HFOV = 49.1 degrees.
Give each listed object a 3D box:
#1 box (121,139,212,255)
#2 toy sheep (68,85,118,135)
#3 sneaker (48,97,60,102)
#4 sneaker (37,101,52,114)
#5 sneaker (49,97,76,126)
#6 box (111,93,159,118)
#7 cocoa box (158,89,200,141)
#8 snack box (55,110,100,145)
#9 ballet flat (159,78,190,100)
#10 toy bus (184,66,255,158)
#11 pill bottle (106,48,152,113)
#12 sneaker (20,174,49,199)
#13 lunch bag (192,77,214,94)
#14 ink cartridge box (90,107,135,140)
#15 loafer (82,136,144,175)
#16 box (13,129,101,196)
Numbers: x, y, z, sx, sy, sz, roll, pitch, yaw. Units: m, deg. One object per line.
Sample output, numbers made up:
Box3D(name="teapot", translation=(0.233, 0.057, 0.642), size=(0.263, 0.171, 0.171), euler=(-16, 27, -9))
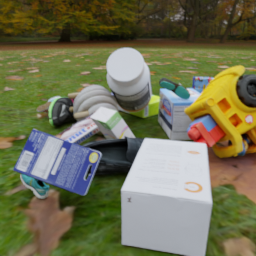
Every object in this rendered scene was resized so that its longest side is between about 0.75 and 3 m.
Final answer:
Box3D(name="box", translation=(0.891, 1.303, 6.085), size=(1.575, 1.234, 2.532), euler=(5, 20, 12))
Box3D(name="toy sheep", translation=(-1.318, -0.773, 10.888), size=(1.891, 1.891, 2.743), euler=(-7, 47, -19))
Box3D(name="sneaker", translation=(-3.277, -1.021, 13.208), size=(1.673, 0.666, 1.092), euler=(6, 20, 18))
Box3D(name="sneaker", translation=(-3.705, -0.773, 12.518), size=(0.344, 0.543, 0.966), euler=(26, 35, 15))
Box3D(name="sneaker", translation=(-2.248, -0.834, 12.052), size=(1.233, 1.130, 2.944), euler=(7, 22, 29))
Box3D(name="box", translation=(0.272, -1.271, 13.829), size=(1.820, 0.711, 2.985), euler=(-17, 27, -41))
Box3D(name="cocoa box", translation=(2.122, -0.603, 10.893), size=(1.487, 1.463, 2.230), euler=(-2, 20, -6))
Box3D(name="snack box", translation=(-1.617, 0.147, 9.282), size=(2.090, 0.254, 0.751), euler=(-34, 46, -16))
Box3D(name="ballet flat", translation=(1.644, -1.422, 9.758), size=(1.225, 0.417, 0.419), euler=(27, 35, -13))
Box3D(name="toy bus", translation=(3.086, -0.022, 8.588), size=(2.684, 2.796, 1.897), euler=(-41, 4, -20))
Box3D(name="pill bottle", translation=(0.068, -1.791, 11.007), size=(1.634, 1.634, 2.808), euler=(3, -17, 9))
Box3D(name="sneaker", translation=(-2.263, 1.330, 6.888), size=(0.945, 0.376, 0.366), euler=(31, 23, 24))
Box3D(name="lunch bag", translation=(4.963, -2.202, 16.108), size=(1.957, 1.223, 2.600), euler=(10, 10, 27))
Box3D(name="ink cartridge box", translation=(-0.373, 0.132, 8.553), size=(0.517, 1.537, 0.900), euler=(-48, 35, -19))
Box3D(name="loafer", translation=(0.080, 0.721, 7.706), size=(2.871, 1.008, 0.975), euler=(-4, 52, -6))
Box3D(name="box", translation=(-1.565, 0.787, 6.340), size=(1.729, 1.047, 0.280), euler=(18, -18, 8))
